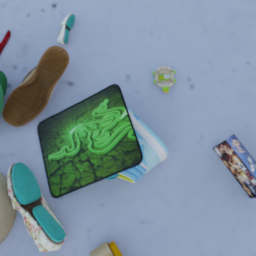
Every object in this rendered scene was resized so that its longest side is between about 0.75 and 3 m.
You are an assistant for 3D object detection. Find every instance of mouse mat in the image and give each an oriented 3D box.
[{"bbox_3d":[-1.191,0.371,7.631,2.938,0.111,2.364,-25,70,17],"label":"mouse mat"}]

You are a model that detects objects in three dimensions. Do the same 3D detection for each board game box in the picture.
[{"bbox_3d":[3.078,1.067,7.537,0.300,1.173,1.732,-32,76,-9],"label":"board game box"}]

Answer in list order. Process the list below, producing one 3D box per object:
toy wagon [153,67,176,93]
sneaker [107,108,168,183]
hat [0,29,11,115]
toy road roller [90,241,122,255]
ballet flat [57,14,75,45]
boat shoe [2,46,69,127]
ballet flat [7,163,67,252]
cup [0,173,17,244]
[{"bbox_3d":[1.137,-1.485,8.755,0.696,0.177,0.897,-3,75,0],"label":"toy wagon"},{"bbox_3d":[-0.403,0.375,7.783,2.727,1.085,1.780,42,77,11],"label":"sneaker"},{"bbox_3d":[-4.084,-1.351,8.707,2.173,2.309,2.623,35,112,2],"label":"hat"},{"bbox_3d":[-0.424,3.584,6.940,0.820,0.974,1.335,-32,77,-8],"label":"toy road roller"},{"bbox_3d":[-2.074,-3.254,9.174,0.398,0.398,1.147,12,76,3],"label":"ballet flat"},{"bbox_3d":[-2.687,-1.237,8.348,0.987,0.984,2.735,33,97,-17],"label":"boat shoe"},{"bbox_3d":[-2.611,2.164,7.433,0.826,0.977,2.584,-43,72,25],"label":"ballet flat"},{"bbox_3d":[-4.334,2.065,6.952,2.479,1.773,2.479,0,74,0],"label":"cup"}]
